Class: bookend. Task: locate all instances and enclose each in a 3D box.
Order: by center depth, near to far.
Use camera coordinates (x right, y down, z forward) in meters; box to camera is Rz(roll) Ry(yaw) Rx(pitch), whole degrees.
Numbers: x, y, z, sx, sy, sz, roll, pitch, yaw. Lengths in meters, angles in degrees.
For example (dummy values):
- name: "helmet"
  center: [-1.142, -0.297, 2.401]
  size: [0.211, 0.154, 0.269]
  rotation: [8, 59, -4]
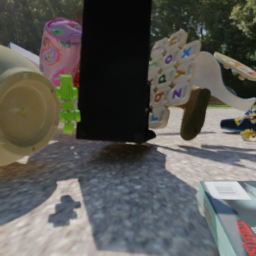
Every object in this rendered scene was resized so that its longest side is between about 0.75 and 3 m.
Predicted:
- name: "bookend"
  center: [-0.030, -1.145, 6.521]
  size: [1.332, 2.873, 2.891]
  rotation: [3, 0, 10]

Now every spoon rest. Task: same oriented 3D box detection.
- name: "spoon rest"
  center: [2.409, -1.236, 7.642]
  size: [0.651, 1.066, 2.146]
  rotation: [-17, 52, -40]

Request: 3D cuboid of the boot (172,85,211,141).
- name: "boot"
  center: [1.490, -0.574, 7.787]
  size: [0.571, 1.512, 1.726]
  rotation: [17, 10, -24]

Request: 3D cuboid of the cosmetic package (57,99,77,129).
- name: "cosmetic package"
  center: [-2.296, -0.905, 11.457]
  size: [1.993, 1.668, 1.657]
  rotation: [-6, 6, 7]

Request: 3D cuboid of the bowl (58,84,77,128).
- name: "bowl"
  center: [-2.969, -0.926, 10.305]
  size: [1.978, 1.975, 0.738]
  rotation: [-3, 6, 6]

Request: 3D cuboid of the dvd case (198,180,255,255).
- name: "dvd case"
  center: [2.136, 0.864, 2.252]
  size: [2.830, 0.311, 2.066]
  rotation: [2, 6, 6]

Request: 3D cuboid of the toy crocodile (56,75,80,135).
- name: "toy crocodile"
  center: [-0.909, -0.345, 4.190]
  size: [0.302, 0.895, 0.276]
  rotation: [-7, 0, -19]

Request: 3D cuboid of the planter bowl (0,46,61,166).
- name: "planter bowl"
  center: [-2.157, -0.314, 4.759]
  size: [1.533, 2.277, 2.277]
  rotation: [11, 11, 32]

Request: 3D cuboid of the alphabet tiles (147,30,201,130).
- name: "alphabet tiles"
  center: [0.938, -1.362, 8.258]
  size: [0.217, 2.975, 2.910]
  rotation: [21, -14, -29]

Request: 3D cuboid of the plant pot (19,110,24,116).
- name: "plant pot"
  center: [-5.527, -1.345, 10.951]
  size: [2.792, 2.875, 2.811]
  rotation: [4, 8, 24]

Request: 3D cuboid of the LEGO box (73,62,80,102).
- name: "LEGO box"
  center: [-0.813, -1.171, 9.930]
  size: [1.104, 2.130, 2.860]
  rotation: [-12, 3, 12]

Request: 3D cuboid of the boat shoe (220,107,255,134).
- name: "boat shoe"
  center: [4.782, -0.306, 10.260]
  size: [2.808, 0.964, 1.181]
  rotation: [0, 6, 1]

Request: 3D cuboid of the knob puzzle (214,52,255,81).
- name: "knob puzzle"
  center: [3.945, -2.185, 10.316]
  size: [2.267, 0.314, 2.267]
  rotation: [20, 28, -11]

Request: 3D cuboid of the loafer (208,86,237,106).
- name: "loafer"
  center: [2.381, -0.936, 8.329]
  size: [1.638, 0.570, 0.616]
  rotation: [16, 43, 31]

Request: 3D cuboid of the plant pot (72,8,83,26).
- name: "plant pot"
  center: [-1.351, -3.393, 9.305]
  size: [1.121, 0.978, 1.121]
  rotation: [-24, 5, 2]

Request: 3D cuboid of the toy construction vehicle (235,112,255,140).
- name: "toy construction vehicle"
  center: [3.759, -0.065, 8.199]
  size: [1.010, 0.879, 0.356]
  rotation: [-17, 34, 34]

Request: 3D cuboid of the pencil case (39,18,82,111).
- name: "pencil case"
  center: [-1.938, -1.640, 7.876]
  size: [1.176, 2.689, 1.176]
  rotation: [14, 44, -14]

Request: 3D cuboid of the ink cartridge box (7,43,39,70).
- name: "ink cartridge box"
  center: [-3.305, -1.627, 8.213]
  size: [0.976, 1.349, 0.568]
  rotation: [24, 27, -40]
